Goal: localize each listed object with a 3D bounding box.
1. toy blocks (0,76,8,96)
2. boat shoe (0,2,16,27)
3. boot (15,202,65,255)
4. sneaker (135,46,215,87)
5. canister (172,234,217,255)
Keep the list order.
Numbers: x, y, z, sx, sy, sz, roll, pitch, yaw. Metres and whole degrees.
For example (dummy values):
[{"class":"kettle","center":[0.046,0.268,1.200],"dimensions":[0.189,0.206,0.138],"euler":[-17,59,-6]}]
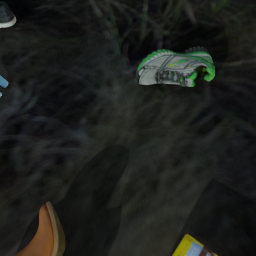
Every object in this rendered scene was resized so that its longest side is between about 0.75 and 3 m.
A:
[{"class":"toy blocks","center":[-3.198,-1.728,5.012],"dimensions":[0.903,2.487,2.072],"euler":[-33,36,26]},{"class":"boat shoe","center":[-5.359,-4.259,10.025],"dimensions":[2.551,0.846,0.953],"euler":[14,57,10]},{"class":"boot","center":[-2.039,2.568,5.348],"dimensions":[1.653,0.787,2.137],"euler":[-12,56,-8]},{"class":"sneaker","center":[1.415,-1.687,8.181],"dimensions":[2.482,0.968,1.057],"euler":[-13,57,-10]},{"class":"canister","center":[1.446,2.859,5.258],"dimensions":[1.436,0.622,1.067],"euler":[32,61,21]}]
